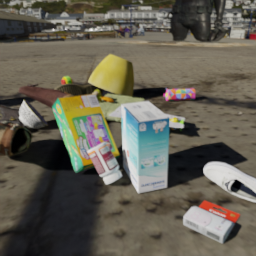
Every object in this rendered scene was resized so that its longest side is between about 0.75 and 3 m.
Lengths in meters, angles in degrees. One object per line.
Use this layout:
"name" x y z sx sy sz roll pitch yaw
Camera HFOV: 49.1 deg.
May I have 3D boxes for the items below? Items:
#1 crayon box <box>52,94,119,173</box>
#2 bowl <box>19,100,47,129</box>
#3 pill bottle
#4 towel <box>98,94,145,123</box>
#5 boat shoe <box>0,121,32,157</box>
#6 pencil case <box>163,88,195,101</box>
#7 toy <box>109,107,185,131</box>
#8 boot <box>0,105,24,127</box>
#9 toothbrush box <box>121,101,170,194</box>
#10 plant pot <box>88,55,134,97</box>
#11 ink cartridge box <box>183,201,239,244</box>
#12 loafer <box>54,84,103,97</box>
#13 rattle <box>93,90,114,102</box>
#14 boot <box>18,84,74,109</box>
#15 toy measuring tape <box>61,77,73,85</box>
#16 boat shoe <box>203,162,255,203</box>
"crayon box" -1.206 0.102 7.928 1.216 2.047 0.596 -12 -16 -38
"bowl" -3.694 -0.388 10.561 0.595 1.267 1.267 -40 32 -5
"pill bottle" -0.584 0.904 7.159 0.559 0.978 0.559 -27 -1 0
"towel" -0.373 -0.859 12.161 2.003 0.493 2.700 7 23 7
"boat shoe" -3.277 0.375 7.884 1.040 1.097 2.898 13 -2 -4
"pencil case" 2.591 -1.673 14.051 1.514 0.669 0.669 -1 22 -6
"toy" 0.736 -0.207 10.446 2.643 0.624 1.522 7 17 12
"boot" -4.815 -0.305 10.607 2.014 0.697 1.754 0 22 -6
"toothbrush box" 0.396 0.446 7.149 0.817 1.916 1.403 -9 25 -15
"plant pot" -0.632 -2.704 14.151 2.354 1.671 2.354 20 11 -4
"ink cartridge box" 1.782 1.861 5.914 0.861 0.302 1.059 16 32 35
"loafer" -2.468 -1.654 13.679 2.529 0.962 0.853 -6 -2 -33
"rattle" -1.401 -0.908 12.083 0.942 1.319 0.859 36 -7 -11
"boot" -3.313 -1.120 11.325 2.374 1.033 2.854 15 8 -1
"toy measuring tape" -3.409 -2.638 16.405 0.669 0.669 1.818 -18 28 -37
"boat shoe" 2.527 1.303 6.819 1.607 0.591 0.525 17 24 38
